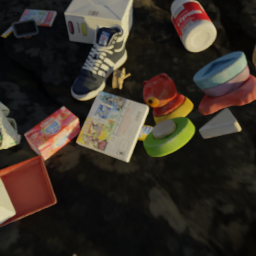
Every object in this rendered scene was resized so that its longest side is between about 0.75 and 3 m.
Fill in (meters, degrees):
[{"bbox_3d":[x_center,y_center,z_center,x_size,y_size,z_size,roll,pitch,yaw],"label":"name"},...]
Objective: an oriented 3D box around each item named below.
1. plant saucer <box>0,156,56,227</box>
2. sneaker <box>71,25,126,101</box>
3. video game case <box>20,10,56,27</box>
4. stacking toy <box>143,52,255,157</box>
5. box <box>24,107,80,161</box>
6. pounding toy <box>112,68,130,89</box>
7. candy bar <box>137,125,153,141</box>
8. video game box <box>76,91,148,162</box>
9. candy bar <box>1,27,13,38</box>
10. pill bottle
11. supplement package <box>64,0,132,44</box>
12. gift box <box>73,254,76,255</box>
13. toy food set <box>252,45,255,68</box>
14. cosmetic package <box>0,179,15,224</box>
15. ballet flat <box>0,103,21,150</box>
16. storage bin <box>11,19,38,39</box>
[{"bbox_3d":[-2.712,1.605,7.117,1.477,0.272,1.480,-21,56,-14],"label":"plant saucer"},{"bbox_3d":[-0.987,-2.249,9.109,0.979,1.515,2.792,25,58,17],"label":"sneaker"},{"bbox_3d":[-3.751,-4.572,11.646,1.327,0.116,0.949,5,54,4],"label":"video game case"},{"bbox_3d":[0.921,-0.488,4.415,1.962,0.829,1.776,-22,20,35],"label":"stacking toy"},{"bbox_3d":[-2.088,0.153,7.898,0.652,0.706,1.377,37,61,23],"label":"box"},{"bbox_3d":[-0.215,-1.597,9.300,0.552,0.551,0.963,8,36,6],"label":"pounding toy"},{"bbox_3d":[0.098,0.035,8.247,2.442,0.271,0.609,14,57,11],"label":"candy bar"},{"bbox_3d":[-0.428,-0.064,7.953,1.538,0.395,1.688,20,75,10],"label":"video game box"},{"bbox_3d":[-4.727,-3.870,11.155,0.223,0.099,0.894,18,57,12],"label":"candy bar"},{"bbox_3d":[2.352,-3.981,10.545,1.203,1.203,2.142,-10,55,-7],"label":"pill bottle"},{"bbox_3d":[-1.052,-4.134,10.658,2.138,1.185,1.665,10,54,9],"label":"supplement package"},{"bbox_3d":[-1.190,3.106,5.743,0.730,0.782,0.722,-36,57,-22],"label":"gift box"},{"bbox_3d":[3.217,-1.879,6.579,0.239,0.970,0.980,14,64,5],"label":"toy food set"},{"bbox_3d":[-4.156,1.298,6.111,1.944,1.932,2.323,-35,59,-10],"label":"cosmetic package"},{"bbox_3d":[-3.805,-0.250,8.296,0.797,0.797,2.221,-27,61,-18],"label":"ballet flat"},{"bbox_3d":[-3.983,-3.848,10.886,0.895,0.652,0.601,-16,28,-11],"label":"storage bin"}]
